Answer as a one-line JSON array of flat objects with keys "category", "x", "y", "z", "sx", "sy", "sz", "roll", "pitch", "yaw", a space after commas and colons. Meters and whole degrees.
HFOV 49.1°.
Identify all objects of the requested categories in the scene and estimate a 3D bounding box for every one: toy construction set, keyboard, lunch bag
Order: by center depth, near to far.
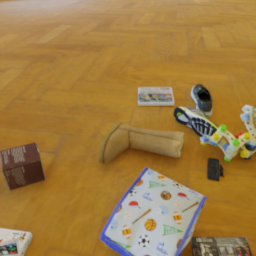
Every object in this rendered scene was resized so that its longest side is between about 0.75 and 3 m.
[{"category": "lunch bag", "x": 0.687, "y": 2.614, "z": 7.641, "sx": 2.053, "sy": 1.496, "sz": 2.415, "roll": 22, "pitch": 41, "yaw": 22}, {"category": "keyboard", "x": 3.237, "y": 1.477, "z": 10.336, "sx": 0.599, "sy": 0.228, "sz": 1.152, "roll": 8, "pitch": 38, "yaw": 11}, {"category": "toy construction set", "x": 4.385, "y": 0.295, "z": 11.103, "sx": 2.744, "sy": 1.264, "sz": 1.799, "roll": -34, "pitch": 54, "yaw": -21}]

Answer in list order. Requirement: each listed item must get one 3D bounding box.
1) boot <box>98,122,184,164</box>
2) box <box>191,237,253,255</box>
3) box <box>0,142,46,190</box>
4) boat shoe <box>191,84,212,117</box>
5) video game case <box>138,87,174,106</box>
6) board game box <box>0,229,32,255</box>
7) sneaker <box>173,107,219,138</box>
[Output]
[{"category": "boot", "x": 0.572, "y": 0.685, "z": 10.821, "sx": 2.909, "sy": 0.962, "sz": 2.547, "roll": 11, "pitch": 37, "yaw": 13}, {"category": "box", "x": 2.516, "y": 3.507, "z": 7.387, "sx": 1.522, "sy": 0.379, "sz": 1.200, "roll": 0, "pitch": 36, "yaw": 0}, {"category": "box", "x": -3.694, "y": 1.329, "z": 9.829, "sx": 1.264, "sy": 1.038, "sz": 1.049, "roll": -14, "pitch": 38, "yaw": -18}, {"category": "boat shoe", "x": 3.782, "y": -1.591, "z": 14.075, "sx": 0.953, "sy": 0.786, "sz": 2.778, "roll": 2, "pitch": 36, "yaw": 3}, {"category": "video game case", "x": 1.428, "y": -1.651, "z": 14.627, "sx": 1.807, "sy": 0.208, "sz": 1.647, "roll": 0, "pitch": 36, "yaw": 2}, {"category": "board game box", "x": -3.586, "y": 3.287, "z": 7.793, "sx": 1.500, "sy": 0.260, "sz": 0.947, "roll": 5, "pitch": 36, "yaw": 7}, {"category": "sneaker", "x": 3.164, "y": -0.353, "z": 12.328, "sx": 1.000, "sy": 0.913, "sz": 2.471, "roll": -20, "pitch": 42, "yaw": -30}]
